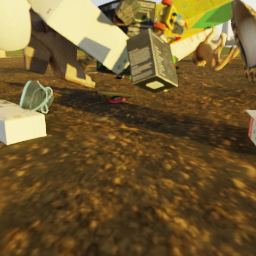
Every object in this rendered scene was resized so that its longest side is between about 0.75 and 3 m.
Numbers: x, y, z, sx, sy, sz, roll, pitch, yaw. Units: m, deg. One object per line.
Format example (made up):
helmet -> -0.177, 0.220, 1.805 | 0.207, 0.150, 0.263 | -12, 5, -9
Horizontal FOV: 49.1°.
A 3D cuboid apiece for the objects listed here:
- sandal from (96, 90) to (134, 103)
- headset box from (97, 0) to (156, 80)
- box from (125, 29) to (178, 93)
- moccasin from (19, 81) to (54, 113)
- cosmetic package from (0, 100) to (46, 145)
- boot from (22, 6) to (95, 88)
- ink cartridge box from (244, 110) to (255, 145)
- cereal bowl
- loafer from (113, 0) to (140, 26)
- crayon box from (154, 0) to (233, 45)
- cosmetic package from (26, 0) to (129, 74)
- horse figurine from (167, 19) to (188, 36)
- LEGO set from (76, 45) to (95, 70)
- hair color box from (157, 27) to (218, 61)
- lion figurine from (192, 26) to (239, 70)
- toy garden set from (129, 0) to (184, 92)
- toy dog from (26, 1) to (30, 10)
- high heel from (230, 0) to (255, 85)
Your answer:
sandal -> -0.542, -1.366, 12.624 | 0.882, 0.529, 2.349 | 19, 11, 33
headset box -> -0.161, -2.935, 9.633 | 1.159, 2.499, 2.176 | -6, 17, -29
box -> 0.471, -1.251, 5.435 | 0.576, 0.914, 0.930 | -13, -13, 31
moccasin -> -1.606, -0.595, 5.128 | 0.477, 0.563, 1.399 | 21, 13, -11
cosmetic package -> -3.806, -0.282, 8.681 | 2.843, 0.720, 1.173 | 17, 25, 42
boot -> -1.905, -2.469, 8.477 | 0.966, 2.010, 2.749 | 16, 4, 41
ink cartridge box -> 4.120, 0.113, 7.581 | 1.420, 0.656, 2.607 | 2, 17, 8
cereal bowl -> -2.851, -2.515, 5.709 | 0.822, 1.973, 1.973 | -27, 30, -34
loafer -> -0.141, -2.549, 6.300 | 0.510, 0.513, 1.410 | -41, 7, -1
crayon box -> 2.051, -3.941, 9.573 | 2.813, 0.715, 1.786 | -18, 50, 18
cosmetic package -> -1.001, -2.511, 6.903 | 1.373, 1.000, 2.701 | 49, 12, 30
horse figurine -> 1.463, -3.045, 8.371 | 0.779, 0.516, 0.194 | -14, 45, -15
LEGO set -> -1.759, -3.279, 10.992 | 1.016, 1.754, 1.349 | 31, -30, -28
hair color box -> 2.232, -3.785, 11.637 | 2.677, 1.359, 0.820 | -33, 30, 0
lion figurine -> 2.667, -2.336, 8.894 | 0.802, 1.356, 2.214 | 26, 29, -11
toy garden set -> 1.107, -2.121, 7.806 | 0.507, 2.119, 2.542 | 23, 11, 23
toy dog -> -3.651, -3.893, 9.745 | 1.725, 1.241, 1.779 | -35, 23, 23
high heel -> 2.670, -1.924, 6.095 | 0.877, 1.751, 2.457 | -28, 14, 30
